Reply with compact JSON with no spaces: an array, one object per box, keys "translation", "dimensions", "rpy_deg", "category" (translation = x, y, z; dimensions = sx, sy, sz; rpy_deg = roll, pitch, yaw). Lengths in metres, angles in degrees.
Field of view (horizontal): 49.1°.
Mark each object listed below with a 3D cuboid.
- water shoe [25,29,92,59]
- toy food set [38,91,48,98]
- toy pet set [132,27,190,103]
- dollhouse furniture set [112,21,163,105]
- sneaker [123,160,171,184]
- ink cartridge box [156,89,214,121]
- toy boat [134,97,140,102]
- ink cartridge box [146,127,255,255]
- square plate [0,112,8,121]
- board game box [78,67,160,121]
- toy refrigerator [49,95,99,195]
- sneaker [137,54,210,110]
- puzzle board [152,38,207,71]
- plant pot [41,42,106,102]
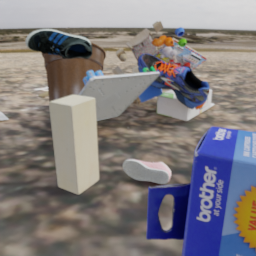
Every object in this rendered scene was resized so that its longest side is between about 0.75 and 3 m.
[{"translation":[-1.228,-1.492,5.062],"dimensions":[1.184,0.423,0.467],"rpy_deg":[-3,39,-18],"category":"water shoe"},{"translation":[-1.894,-0.931,11.021],"dimensions":[2.938,0.463,1.868],"rpy_deg":[13,23,12],"category":"toy food set"},{"translation":[1.254,-1.898,9.842],"dimensions":[2.212,1.258,2.369],"rpy_deg":[-22,-25,11],"category":"toy pet set"},{"translation":[0.780,-2.293,10.465],"dimensions":[2.428,2.071,1.186],"rpy_deg":[-37,47,3],"category":"dollhouse furniture set"},{"translation":[0.425,0.895,5.932],"dimensions":[1.025,0.386,0.536],"rpy_deg":[13,11,19],"category":"sneaker"},{"translation":[2.267,-1.060,10.644],"dimensions":[1.332,0.766,2.275],"rpy_deg":[18,29,37],"category":"ink cartridge box"},{"translation":[-0.047,-1.798,12.395],"dimensions":[2.126,0.988,1.787],"rpy_deg":[-2,26,-2],"category":"toy boat"},{"translation":[1.672,1.155,3.020],"dimensions":[2.898,1.977,1.106],"rpy_deg":[9,17,24],"category":"ink cartridge box"},{"translation":[-6.132,-0.698,9.525],"dimensions":[2.906,0.417,2.933],"rpy_deg":[21,19,37],"category":"square plate"},{"translation":[-0.645,-0.892,8.191],"dimensions":[2.480,0.321,2.480],"rpy_deg":[-14,-19,-41],"category":"board game box"},{"translation":[-1.057,0.314,5.556],"dimensions":[0.633,1.810,0.687],"rpy_deg":[11,24,30],"category":"toy refrigerator"},{"translation":[1.509,-1.685,9.000],"dimensions":[2.642,1.036,0.995],"rpy_deg":[30,61,1],"category":"sneaker"},{"translation":[1.725,-2.439,10.839],"dimensions":[1.868,0.216,2.479],"rpy_deg":[-33,-26,35],"category":"puzzle board"},{"translation":[-1.742,-1.444,9.198],"dimensions":[2.105,2.084,2.105],"rpy_deg":[-3,-10,-1],"category":"plant pot"}]
